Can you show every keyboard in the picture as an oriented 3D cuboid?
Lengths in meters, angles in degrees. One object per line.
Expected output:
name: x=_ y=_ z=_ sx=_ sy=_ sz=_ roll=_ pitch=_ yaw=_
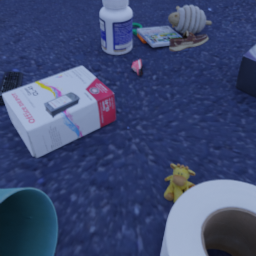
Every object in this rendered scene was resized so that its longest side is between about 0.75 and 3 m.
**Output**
keyboard: x=-4.476 y=-1.452 z=10.007 sx=1.216 sy=0.197 sz=1.914 roll=-6 pitch=44 yaw=-6

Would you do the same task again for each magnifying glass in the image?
magnifying glass: x=0.454 y=-4.452 z=13.099 sx=0.742 sy=0.209 sz=1.865 roll=-13 pitch=44 yaw=-13

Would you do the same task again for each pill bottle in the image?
pill bottle: x=-0.482 y=-4.275 z=11.422 sx=1.334 sy=2.229 sz=1.334 roll=0 pitch=44 yaw=0

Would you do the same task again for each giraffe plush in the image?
giraffe plush: x=1.282 y=1.277 z=6.787 sx=0.811 sy=0.762 sz=0.940 roll=-1 pitch=44 yaw=-1

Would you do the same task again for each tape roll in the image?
tape roll: x=1.802 y=2.400 z=4.969 sx=2.461 sy=1.690 sz=2.461 roll=0 pitch=44 yaw=0

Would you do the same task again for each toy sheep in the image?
toy sheep: x=2.830 y=-4.927 z=12.793 sx=2.031 sy=1.400 sz=1.400 roll=0 pitch=44 yaw=-6

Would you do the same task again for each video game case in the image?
video game case: x=1.470 y=-4.128 z=12.613 sx=1.704 sy=0.188 sz=1.553 roll=-13 pitch=46 yaw=-22

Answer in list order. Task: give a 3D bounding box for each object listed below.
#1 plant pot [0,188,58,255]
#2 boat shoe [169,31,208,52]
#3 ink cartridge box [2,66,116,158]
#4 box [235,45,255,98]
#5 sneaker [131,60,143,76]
plant pot: x=-2.578 y=2.090 z=5.202 sx=1.611 sy=2.007 sz=2.007 roll=-2 pitch=42 yaw=23
boat shoe: x=2.099 y=-3.096 z=9.740 sx=1.466 sy=0.528 sz=0.529 roll=-17 pitch=27 yaw=-7
ink cartridge box: x=-2.018 y=-0.603 z=8.438 sx=2.712 sy=1.161 sz=2.002 roll=-26 pitch=50 yaw=-26
box: x=5.465 y=-1.992 z=9.361 sx=2.473 sy=1.536 sz=2.493 roll=-40 pitch=56 yaw=-21
sneaker: x=0.337 y=-2.277 z=10.804 sx=0.423 sy=0.360 sz=0.976 roll=-9 pitch=39 yaw=8
